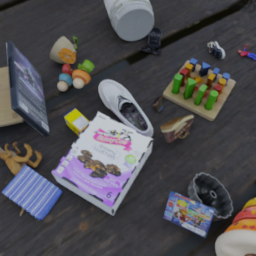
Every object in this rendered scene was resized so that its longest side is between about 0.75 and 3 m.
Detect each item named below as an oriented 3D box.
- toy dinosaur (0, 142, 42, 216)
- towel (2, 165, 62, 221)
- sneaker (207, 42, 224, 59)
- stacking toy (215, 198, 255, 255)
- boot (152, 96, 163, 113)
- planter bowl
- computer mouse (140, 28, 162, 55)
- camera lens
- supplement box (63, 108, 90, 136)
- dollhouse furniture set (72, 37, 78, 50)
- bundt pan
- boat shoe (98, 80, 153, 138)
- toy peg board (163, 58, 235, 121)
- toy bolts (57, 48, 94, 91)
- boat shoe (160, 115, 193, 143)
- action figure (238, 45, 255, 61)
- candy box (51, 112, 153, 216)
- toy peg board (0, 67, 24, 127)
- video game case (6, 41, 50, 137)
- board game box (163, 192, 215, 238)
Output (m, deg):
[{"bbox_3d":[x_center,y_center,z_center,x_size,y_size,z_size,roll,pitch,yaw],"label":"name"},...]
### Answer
[{"bbox_3d":[-3.655,1.377,9.533,1.465,0.833,2.759,-40,75,-1],"label":"toy dinosaur"},{"bbox_3d":[-3.088,2.088,9.084,1.587,0.189,1.149,34,63,4],"label":"towel"},{"bbox_3d":[3.887,-3.428,12.475,0.430,0.425,1.083,-8,48,-10],"label":"sneaker"},{"bbox_3d":[3.930,2.777,8.172,2.189,2.189,2.995,24,44,14],"label":"stacking toy"},{"bbox_3d":[1.225,-0.941,11.094,0.309,0.401,0.827,-15,21,39],"label":"boot"},{"bbox_3d":[-2.721,-3.210,12.006,0.755,1.121,1.121,34,63,-3],"label":"planter bowl"},{"bbox_3d":[1.146,-3.950,12.860,0.965,0.367,1.393,13,71,5],"label":"computer mouse"},{"bbox_3d":[0.015,-5.461,12.811,1.930,1.930,2.413,-13,61,-8],"label":"camera lens"},{"bbox_3d":[-1.856,-0.156,10.413,0.544,0.548,1.000,-40,66,-21],"label":"supplement box"},{"bbox_3d":[-2.649,-3.710,12.677,0.458,0.354,0.917,35,65,20],"label":"dollhouse furniture set"},{"bbox_3d":[2.458,2.201,8.715,1.549,0.581,1.549,23,41,-21],"label":"bundt pan"},{"bbox_3d":[-0.153,-0.777,10.328,1.056,1.005,2.932,-30,72,-7],"label":"boat shoe"},{"bbox_3d":[2.922,-1.816,11.105,2.237,1.094,2.228,30,64,16],"label":"toy peg board"},{"bbox_3d":[-2.359,-2.121,10.967,1.510,1.581,1.096,34,61,-27],"label":"toy bolts"},{"bbox_3d":[1.825,0.034,10.004,0.719,0.718,1.994,-12,8,34],"label":"boat shoe"},{"bbox_3d":[5.418,-3.311,12.367,1.054,0.522,0.344,22,61,15],"label":"action figure"},{"bbox_3d":[-0.779,1.100,9.410,2.264,0.965,2.699,26,62,15],"label":"candy box"},{"bbox_3d":[-5.168,-0.938,10.764,2.262,1.106,2.252,-13,75,-6],"label":"toy peg board"},{"bbox_3d":[-3.638,-1.391,10.215,0.284,2.137,2.992,-21,61,4],"label":"video game case"},{"bbox_3d":[1.737,2.501,8.115,1.312,0.888,0.226,20,24,22],"label":"board game box"}]
